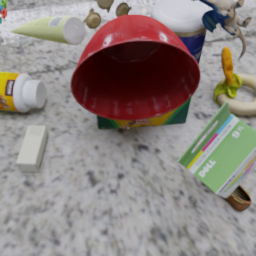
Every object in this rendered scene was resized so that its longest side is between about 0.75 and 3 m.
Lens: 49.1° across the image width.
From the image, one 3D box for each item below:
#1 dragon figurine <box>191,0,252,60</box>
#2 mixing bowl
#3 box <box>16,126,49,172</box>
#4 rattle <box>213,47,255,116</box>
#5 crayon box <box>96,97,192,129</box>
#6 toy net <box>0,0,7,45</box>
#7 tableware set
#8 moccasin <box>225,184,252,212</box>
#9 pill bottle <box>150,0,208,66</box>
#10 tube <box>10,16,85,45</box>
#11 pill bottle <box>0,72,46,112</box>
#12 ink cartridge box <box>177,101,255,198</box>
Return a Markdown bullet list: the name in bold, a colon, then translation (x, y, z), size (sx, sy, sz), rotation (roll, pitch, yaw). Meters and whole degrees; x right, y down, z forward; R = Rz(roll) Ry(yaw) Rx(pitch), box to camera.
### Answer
- **dragon figurine**: translation (2.369, -2.803, 7.079), size (0.694, 2.359, 1.173), rotation (-51, 45, 1)
- **mixing bowl**: translation (0.118, -1.481, 6.339), size (2.755, 2.755, 1.492), rotation (-3, 62, -3)
- **box**: translation (-2.690, 0.581, 7.971), size (0.550, 0.457, 1.338), rotation (2, 51, 2)
- **rattle**: translation (4.204, -1.326, 8.665), size (2.792, 1.994, 1.818), rotation (28, 42, 28)
- **crayon box**: translation (0.409, -0.866, 8.393), size (2.801, 1.664, 0.816), rotation (-4, 50, -3)
- **toy net**: translation (-3.218, -2.621, 7.119), size (0.664, 1.266, 0.244), rotation (12, 12, 32)
- **tableware set**: translation (-0.573, -3.211, 8.085), size (1.243, 1.488, 0.173), rotation (-53, 50, 16)
- **moccasin**: translation (2.412, 1.359, 7.186), size (0.624, 0.658, 1.705), rotation (-24, 54, -19)
- **pill bottle**: translation (1.467, -2.394, 8.864), size (1.678, 2.900, 1.678), rotation (0, 52, 1)
- **tube**: translation (-2.081, -2.560, 7.223), size (2.515, 0.730, 0.653), rotation (21, 95, 40)
- **pill bottle**: translation (-3.848, -1.152, 8.913), size (2.237, 1.222, 1.222), rotation (5, 50, 5)
- **ink cartridge box**: translation (1.603, 0.496, 4.534), size (0.626, 2.111, 1.096), rotation (42, 94, 29)
